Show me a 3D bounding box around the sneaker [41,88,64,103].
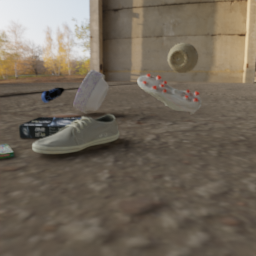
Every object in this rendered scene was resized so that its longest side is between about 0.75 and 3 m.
[{"bbox_3d":[-2.241,-1.019,8.381,0.343,0.309,0.881,-12,23,23],"label":"sneaker"}]

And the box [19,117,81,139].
[{"bbox_3d":[-2.470,-0.012,9.732,2.007,0.437,1.608,2,12,7],"label":"box"}]

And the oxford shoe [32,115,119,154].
[{"bbox_3d":[-1.426,0.134,8.121,1.102,0.846,2.930,15,21,41],"label":"oxford shoe"}]

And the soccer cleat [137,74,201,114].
[{"bbox_3d":[1.305,-1.054,9.292,2.226,0.863,0.771,22,52,7],"label":"soccer cleat"}]

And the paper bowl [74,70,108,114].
[{"bbox_3d":[-1.726,-1.689,13.777,1.092,2.099,2.099,28,14,1],"label":"paper bowl"}]

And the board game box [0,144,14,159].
[{"bbox_3d":[-3.450,0.634,7.420,0.623,0.135,0.926,-7,14,-32],"label":"board game box"}]

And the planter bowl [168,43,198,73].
[{"bbox_3d":[1.735,-2.268,9.206,0.998,0.998,0.672,5,20,23],"label":"planter bowl"}]
